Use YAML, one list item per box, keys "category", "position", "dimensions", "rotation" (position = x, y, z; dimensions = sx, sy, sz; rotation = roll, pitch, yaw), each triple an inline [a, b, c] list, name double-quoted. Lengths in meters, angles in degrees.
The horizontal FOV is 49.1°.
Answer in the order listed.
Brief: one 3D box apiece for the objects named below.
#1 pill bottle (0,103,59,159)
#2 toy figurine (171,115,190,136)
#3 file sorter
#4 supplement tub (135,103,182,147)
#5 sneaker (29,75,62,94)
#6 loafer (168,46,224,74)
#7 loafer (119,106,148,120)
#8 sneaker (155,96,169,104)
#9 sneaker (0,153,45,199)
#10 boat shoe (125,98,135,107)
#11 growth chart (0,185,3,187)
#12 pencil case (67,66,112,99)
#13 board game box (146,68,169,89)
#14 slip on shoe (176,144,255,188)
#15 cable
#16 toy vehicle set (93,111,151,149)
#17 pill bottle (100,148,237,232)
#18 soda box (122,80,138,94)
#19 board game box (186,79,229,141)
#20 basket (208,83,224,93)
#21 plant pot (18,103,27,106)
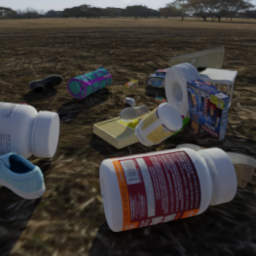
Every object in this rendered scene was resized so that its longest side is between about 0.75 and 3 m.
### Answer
- category: "pill bottle"
  position: [-3.605, 0.076, 8.274]
  dimensions: [2.844, 1.612, 1.612]
  rotation: [7, 25, -3]
- category: "toy figurine"
  position: [1.513, -0.368, 9.818]
  dimensions: [0.755, 1.005, 0.925]
  rotation: [8, 44, -52]
- category: "file sorter"
  position: [3.346, -1.724, 12.491]
  dimensions: [2.461, 1.533, 1.708]
  rotation: [12, 28, 24]
- category: "supplement tub"
  position: [0.953, -0.063, 8.955]
  dimensions: [0.977, 1.343, 0.977]
  rotation: [24, 48, -29]
- category: "sneaker"
  position: [-4.216, -2.225, 14.739]
  dimensions: [1.771, 0.662, 0.941]
  rotation: [-21, 36, -19]
- category: "loafer"
  position: [2.852, -2.775, 12.025]
  dimensions: [1.023, 0.923, 2.704]
  rotation: [-17, 10, -38]
- category: "loafer"
  position: [0.177, -0.529, 10.384]
  dimensions: [1.380, 0.483, 0.482]
  rotation: [-13, -6, -43]
- category: "sneaker"
  position: [1.577, -1.182, 12.432]
  dimensions: [0.758, 0.271, 0.303]
  rotation: [27, 61, -4]
- category: "sneaker"
  position: [-3.095, 0.936, 7.205]
  dimensions: [2.309, 0.946, 0.853]
  rotation: [18, 29, 17]
- category: "boat shoe"
  position: [0.154, -1.226, 12.873]
  dimensions: [0.279, 0.314, 0.852]
  rotation: [-16, 30, -22]
- category: "growth chart"
  position: [-4.030, 1.242, 7.777]
  dimensions: [1.998, 0.177, 1.446]
  rotation: [14, 28, 27]
- category: "pencil case"
  position: [-1.882, -2.310, 14.220]
  dimensions: [1.193, 1.098, 2.581]
  rotation: [-19, 12, 36]
- category: "board game box"
  position: [2.511, -2.655, 15.257]
  dimensions: [2.797, 0.863, 2.796]
  rotation: [14, 28, 27]
- category: "slip on shoe"
  position: [2.202, 0.987, 7.612]
  dimensions: [0.935, 0.745, 2.459]
  rotation: [24, -10, -40]
- category: "cable"
  position: [2.165, -1.416, 11.061]
  dimensions: [0.759, 2.192, 2.192]
  rotation: [-14, 17, -16]
- category: "toy vehicle set"
  position: [0.192, -0.033, 10.294]
  dimensions: [2.517, 0.334, 1.564]
  rotation: [-18, 30, -33]
- category: "pill bottle"
  position: [0.836, 1.254, 6.168]
  dimensions: [2.741, 1.502, 1.502]
  rotation: [-7, 26, -13]
- category: "soda box"
  position: [0.104, -1.934, 13.077]
  dimensions: [0.335, 0.316, 0.989]
  rotation: [17, 35, 21]
- category: "board game box"
  position: [2.662, -0.448, 9.376]
  dimensions: [0.575, 1.862, 1.863]
  rotation: [-16, 32, -19]
- category: "basket"
  position: [4.111, -1.712, 13.826]
  dimensions: [0.871, 0.909, 1.220]
  rotation: [43, 38, 9]
- category: "plant pot"
  position: [-3.846, -0.314, 10.084]
  dimensions: [0.889, 0.796, 0.889]
  rotation: [-14, 37, 11]
